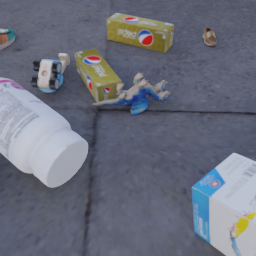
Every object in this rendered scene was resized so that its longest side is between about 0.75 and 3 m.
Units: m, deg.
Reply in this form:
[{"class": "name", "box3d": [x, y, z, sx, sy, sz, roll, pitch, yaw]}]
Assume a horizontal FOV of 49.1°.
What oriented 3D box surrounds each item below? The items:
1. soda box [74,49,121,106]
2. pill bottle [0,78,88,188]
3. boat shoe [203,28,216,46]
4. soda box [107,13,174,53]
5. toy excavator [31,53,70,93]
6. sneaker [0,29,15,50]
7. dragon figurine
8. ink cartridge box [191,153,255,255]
[{"class": "soda box", "box3d": [-1.130, -1.928, 10.261, 0.888, 0.839, 2.623, -18, 46, -17]}, {"class": "pill bottle", "box3d": [-2.488, 0.099, 7.008, 2.855, 1.618, 1.618, 35, 52, 19]}, {"class": "boat shoe", "box3d": [3.826, -4.288, 13.138, 0.510, 0.484, 1.348, -4, 42, -5]}, {"class": "soda box", "box3d": [0.527, -4.398, 12.864, 2.983, 1.010, 0.955, 20, 46, 20]}, {"class": "toy excavator", "box3d": [-2.762, -2.127, 10.503, 0.906, 1.813, 1.763, 7, 87, 6]}, {"class": "sneaker", "box3d": [-5.926, -4.112, 12.631, 0.803, 0.899, 2.250, 12, 43, 13]}, {"class": "dragon figurine", "box3d": [0.206, -0.948, 9.223, 2.560, 1.273, 0.753, -30, 47, 0]}, {"class": "ink cartridge box", "box3d": [2.511, 1.737, 5.446, 1.472, 1.446, 1.999, -28, 35, -29]}]
